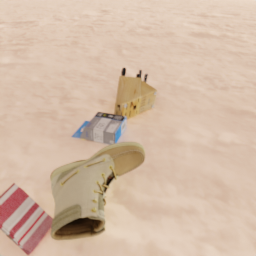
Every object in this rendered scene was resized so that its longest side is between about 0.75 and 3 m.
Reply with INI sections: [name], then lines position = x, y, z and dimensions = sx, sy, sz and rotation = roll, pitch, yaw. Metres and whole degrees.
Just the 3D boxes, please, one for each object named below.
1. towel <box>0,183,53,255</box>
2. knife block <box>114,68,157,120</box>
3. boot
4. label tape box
[towel]
position = -2.438, 2.053, 6.424
dimensions = 1.397, 0.159, 1.006
rotation = 48, 38, -9
[knife block]
position = -0.141, -1.605, 11.999
dimensions = 2.862, 0.916, 2.512
rotation = -26, 49, -35
[boot]
position = -0.653, 1.523, 7.031
dimensions = 2.735, 0.986, 2.115
rotation = -21, 33, -1
[label tape box]
position = -1.069, -0.050, 10.280
dimensions = 1.737, 0.550, 1.252
rotation = 10, 33, 15
